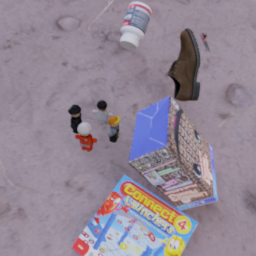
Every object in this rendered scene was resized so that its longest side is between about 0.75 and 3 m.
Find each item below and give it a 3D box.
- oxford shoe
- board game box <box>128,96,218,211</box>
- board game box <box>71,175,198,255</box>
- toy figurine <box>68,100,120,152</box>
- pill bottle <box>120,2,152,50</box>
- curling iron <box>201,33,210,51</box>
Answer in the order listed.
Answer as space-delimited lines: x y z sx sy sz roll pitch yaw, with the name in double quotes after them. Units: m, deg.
1.804 -2.026 9.235 1.008 2.388 0.868 -5 14 -7 "oxford shoe"
1.311 0.738 7.801 1.195 2.467 1.967 -26 34 31 "board game box"
0.214 3.140 8.046 2.624 0.733 2.569 30 64 17 "board game box"
-1.058 -0.149 8.784 1.458 1.031 1.481 -16 44 -18 "toy figurine"
0.233 -3.657 10.155 0.892 0.892 1.492 16 82 10 "pill bottle"
3.543 -3.919 12.720 0.281 0.145 1.135 -4 59 -3 "curling iron"
